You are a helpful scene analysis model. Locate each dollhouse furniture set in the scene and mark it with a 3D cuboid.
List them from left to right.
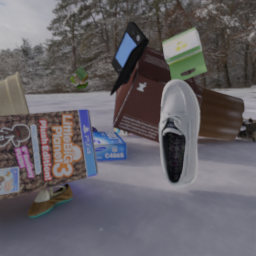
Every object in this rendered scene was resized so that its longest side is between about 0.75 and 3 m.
[{"bbox_3d":[-1.959,-2.212,12.053,0.480,0.627,0.957,-6,43,35],"label":"dollhouse furniture set"}]

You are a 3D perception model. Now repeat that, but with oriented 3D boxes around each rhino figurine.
[{"bbox_3d":[5.137,0.101,11.530,1.039,0.711,2.376,12,20,39],"label":"rhino figurine"}]

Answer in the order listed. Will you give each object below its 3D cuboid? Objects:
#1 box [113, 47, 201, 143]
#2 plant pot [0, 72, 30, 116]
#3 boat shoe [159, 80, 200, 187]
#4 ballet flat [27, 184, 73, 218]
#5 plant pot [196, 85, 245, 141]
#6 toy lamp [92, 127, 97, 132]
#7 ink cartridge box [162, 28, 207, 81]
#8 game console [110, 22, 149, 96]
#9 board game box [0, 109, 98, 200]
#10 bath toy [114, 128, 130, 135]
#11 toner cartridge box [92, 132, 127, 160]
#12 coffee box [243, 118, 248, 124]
[{"bbox_3d":[0.900,-1.274,10.239,2.279,2.256,2.747,19,34,-12],"label":"box"},{"bbox_3d":[-5.435,-0.677,11.466,2.538,2.772,2.772,-15,13,-17],"label":"plant pot"},{"bbox_3d":[0.985,0.074,5.856,0.835,2.318,0.794,1,-5,28],"label":"boat shoe"},{"bbox_3d":[-1.409,1.261,5.099,0.350,0.373,1.032,-1,7,34],"label":"ballet flat"},{"bbox_3d":[3.204,-0.526,11.172,2.263,2.286,2.286,12,10,3],"label":"plant pot"},{"bbox_3d":[-1.786,0.369,10.165,0.642,0.642,2.206,2,8,15],"label":"toy lamp"},{"bbox_3d":[1.313,-1.716,6.648,0.871,1.197,0.287,-19,-35,24],"label":"ink cartridge box"},{"bbox_3d":[-0.193,-1.966,7.909,0.940,1.616,1.421,-11,57,-37],"label":"game console"},{"bbox_3d":[-2.392,0.513,5.442,2.765,1.339,2.204,-8,0,-40],"label":"board game box"},{"bbox_3d":[0.302,-0.009,12.500,1.790,0.778,0.662,0,42,-22],"label":"bath toy"},{"bbox_3d":[-0.782,0.542,9.329,1.103,0.501,2.321,-2,9,-11],"label":"toner cartridge box"},{"bbox_3d":[5.726,-0.284,14.884,1.101,0.439,0.630,-2,9,-15],"label":"coffee box"}]
